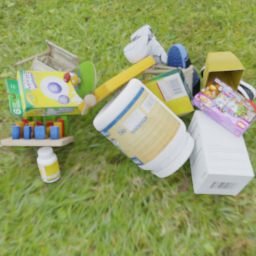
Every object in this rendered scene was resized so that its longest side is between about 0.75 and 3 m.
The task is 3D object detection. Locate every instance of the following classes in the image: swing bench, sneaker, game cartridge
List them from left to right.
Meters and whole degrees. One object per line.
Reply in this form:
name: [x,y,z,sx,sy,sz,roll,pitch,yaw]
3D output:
swing bench: [-3.447,-2.624,12.531,1.937,1.263,1.947,32,65,21]
game cartridge: [-0.452,-1.527,10.084,2.311,2.622,0.425,-37,99,-30]
sneaker: [0.808,-2.843,10.927,1.103,1.687,2.935,-28,25,24]
swing bench: [1.561,-1.451,10.995,1.815,1.805,1.177,8,30,26]
sneaker: [2.356,-2.138,11.460,1.080,2.773,0.972,-31,33,-28]
sneaker: [4.044,-1.691,12.100,2.619,0.957,1.465,34,59,22]

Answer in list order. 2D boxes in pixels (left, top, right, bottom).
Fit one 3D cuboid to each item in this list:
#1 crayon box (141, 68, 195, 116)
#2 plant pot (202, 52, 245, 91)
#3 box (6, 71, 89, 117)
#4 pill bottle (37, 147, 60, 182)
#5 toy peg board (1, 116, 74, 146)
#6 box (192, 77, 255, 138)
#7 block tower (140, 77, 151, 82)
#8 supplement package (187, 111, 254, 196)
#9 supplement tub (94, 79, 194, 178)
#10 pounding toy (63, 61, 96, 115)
crayon box: [1.047,-1.067,10.184,2.377,1.509,0.604,-15,27,27]
plant pot: [3.395,-2.092,10.343,1.260,1.260,1.112,-3,57,3]
box: [-3.034,-1.340,10.746,2.918,0.706,1.712,-6,64,-30]
pill bottle: [-2.755,1.248,9.652,0.647,1.163,0.647,-2,33,1]
toy peg board: [-3.126,0.061,10.006,2.017,2.009,0.987,0,92,0]
box: [3.301,-0.735,9.354,1.910,0.373,1.307,40,63,18]
block tower: [1.389,-1.828,12.120,2.953,0.854,0.798,-25,32,-16]
supplement package: [2.933,0.820,9.400,1.444,1.449,2.471,4,53,-3]
supplement tub: [0.550,0.055,9.373,2.917,2.110,2.110,42,58,-10]
pounding toy: [-1.658,-1.398,9.239,0.787,1.310,1.697,1,74,-31]
